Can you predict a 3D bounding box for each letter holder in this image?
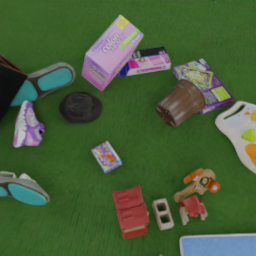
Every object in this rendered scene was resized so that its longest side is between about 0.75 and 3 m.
[{"bbox_3d":[-4.601,-1.188,8.677,1.703,1.205,2.397,38,98,25],"label":"letter holder"}]

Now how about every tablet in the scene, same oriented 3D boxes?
[{"bbox_3d":[2.659,3.490,6.828,2.631,0.180,1.712,-4,54,6],"label":"tablet"}]

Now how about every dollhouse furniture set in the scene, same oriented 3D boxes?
[{"bbox_3d":[0.848,2.037,7.275,2.369,1.275,0.963,-12,59,-7],"label":"dollhouse furniture set"}]

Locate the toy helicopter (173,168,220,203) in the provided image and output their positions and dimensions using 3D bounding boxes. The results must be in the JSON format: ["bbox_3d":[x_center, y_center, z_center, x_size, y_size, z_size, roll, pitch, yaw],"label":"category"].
[{"bbox_3d":[1.838,1.622,7.847,1.342,0.887,0.529,-34,33,-1],"label":"toy helicopter"}]

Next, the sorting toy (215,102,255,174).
[{"bbox_3d":[4.035,-0.095,8.871,2.375,1.269,2.138,-34,45,-20],"label":"sorting toy"}]

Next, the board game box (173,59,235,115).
[{"bbox_3d":[2.673,-1.545,10.097,1.288,0.347,2.146,-17,59,-15],"label":"board game box"}]

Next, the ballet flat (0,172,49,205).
[{"bbox_3d":[-3.130,1.549,7.666,2.336,0.787,0.744,3,38,14],"label":"ballet flat"}]

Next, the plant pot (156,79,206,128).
[{"bbox_3d":[1.652,-0.731,9.115,1.228,1.240,1.240,-41,66,-14],"label":"plant pot"}]

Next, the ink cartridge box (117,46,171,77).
[{"bbox_3d":[0.508,-2.542,10.694,2.061,0.382,0.976,-12,59,-4],"label":"ink cartridge box"}]

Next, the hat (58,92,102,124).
[{"bbox_3d":[-1.624,-0.831,9.430,1.486,0.600,1.486,2,56,-3],"label":"hat"}]

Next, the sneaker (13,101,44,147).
[{"bbox_3d":[-3.123,-0.086,8.957,0.855,0.778,1.933,13,37,-27],"label":"sneaker"}]

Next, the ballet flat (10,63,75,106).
[{"bbox_3d":[-3.189,-1.519,9.802,2.789,0.940,0.888,-21,29,-3],"label":"ballet flat"}]

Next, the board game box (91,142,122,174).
[{"bbox_3d":[-0.665,0.900,8.621,0.578,0.192,0.859,-29,62,-17],"label":"board game box"}]

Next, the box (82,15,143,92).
[{"bbox_3d":[-0.586,-2.366,9.284,0.953,1.971,1.734,39,75,-4],"label":"box"}]
